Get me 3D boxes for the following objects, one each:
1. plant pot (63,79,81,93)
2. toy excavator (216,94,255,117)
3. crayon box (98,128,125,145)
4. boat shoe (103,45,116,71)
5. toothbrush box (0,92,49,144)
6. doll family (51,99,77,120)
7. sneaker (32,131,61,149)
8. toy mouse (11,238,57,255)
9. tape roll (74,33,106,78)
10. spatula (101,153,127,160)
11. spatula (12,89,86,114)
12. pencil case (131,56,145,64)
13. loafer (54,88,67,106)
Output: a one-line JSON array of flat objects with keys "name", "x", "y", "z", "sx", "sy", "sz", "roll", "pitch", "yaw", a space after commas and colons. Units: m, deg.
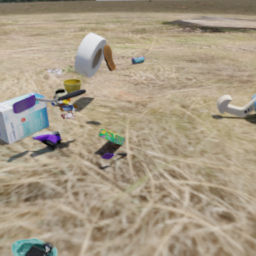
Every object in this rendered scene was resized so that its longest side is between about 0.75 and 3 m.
[{"name": "plant pot", "x": -2.413, "y": -1.745, "z": 12.169, "sx": 0.798, "sy": 0.566, "sz": 0.798, "roll": 1, "pitch": 28, "yaw": 0}, {"name": "toy excavator", "x": 4.563, "y": -0.761, "z": 9.836, "sx": 2.113, "sy": 2.173, "sz": 1.085, "roll": 42, "pitch": 22, "yaw": -15}, {"name": "crayon box", "x": -0.459, "y": 0.266, "z": 8.108, "sx": 0.515, "sy": 0.253, "sz": 0.867, "roll": 21, "pitch": -3, "yaw": 17}, {"name": "boat shoe", "x": -0.632, "y": -2.192, "z": 8.854, "sx": 0.289, "sy": 0.821, "sz": 0.289, "roll": -18, "pitch": 11, "yaw": -24}, {"name": "toothbrush box", "x": -3.366, "y": -0.347, "z": 8.889, "sx": 0.653, "sy": 1.121, "sz": 1.531, "roll": 21, "pitch": 33, "yaw": 34}, {"name": "doll family", "x": -1.748, "y": -0.624, "z": 7.990, "sx": 0.537, "sy": 0.390, "sz": 0.865, "roll": -16, "pitch": 58, "yaw": -49}, {"name": "sneaker", "x": -2.278, "y": 0.365, "z": 8.013, "sx": 0.345, "sy": 0.493, "sz": 0.992, "roll": -9, "pitch": -3, "yaw": 31}, {"name": "toy mouse", "x": -1.574, "y": 2.448, "z": 4.282, "sx": 1.928, "sy": 0.420, "sz": 2.170, "roll": -9, "pitch": 29, "yaw": -17}, {"name": "tape roll", "x": -1.398, "y": -2.686, "z": 10.491, "sx": 0.552, "sy": 1.578, "sz": 1.578, "roll": 25, "pitch": 31, "yaw": 5}, {"name": "spatula", "x": -0.329, "y": 0.737, "z": 7.547, "sx": 0.974, "sy": 0.275, "sz": 0.100, "roll": -2, "pitch": 56, "yaw": -54}, {"name": "spatula", "x": -2.080, "y": -0.769, "z": 7.575, "sx": 2.055, "sy": 0.581, "sz": 0.211, "roll": -16, "pitch": 66, "yaw": -26}, {"name": "pencil case", "x": 0.598, "y": -4.078, "z": 16.839, "sx": 0.835, "sy": 0.386, "sz": 0.355, "roll": -20, "pitch": 18, "yaw": -36}, {"name": "loafer", "x": -2.766, "y": -1.395, "z": 11.551, "sx": 0.570, "sy": 0.514, "sz": 1.505, "roll": -8, "pitch": 29, "yaw": -15}]
